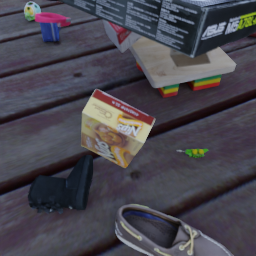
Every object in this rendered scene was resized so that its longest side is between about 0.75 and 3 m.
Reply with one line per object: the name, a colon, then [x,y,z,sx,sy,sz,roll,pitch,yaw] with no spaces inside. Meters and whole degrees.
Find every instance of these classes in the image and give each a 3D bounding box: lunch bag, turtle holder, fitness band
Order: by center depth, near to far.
fitness band: [-1.566,-2.273,5.866,0.599,0.156,0.834,17,27,12]
lunch bag: [-2.952,-3.847,10.656,0.683,1.032,0.701,-8,45,-10]
turtle holder: [-4.127,-4.920,11.872,0.675,0.630,0.888,30,55,23]

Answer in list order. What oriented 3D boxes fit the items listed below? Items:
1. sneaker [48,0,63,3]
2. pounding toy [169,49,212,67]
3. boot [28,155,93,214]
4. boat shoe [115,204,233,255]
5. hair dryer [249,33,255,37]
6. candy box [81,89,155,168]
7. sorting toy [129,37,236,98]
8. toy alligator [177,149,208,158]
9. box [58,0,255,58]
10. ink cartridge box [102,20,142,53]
sneaker: [-1.903,-2.978,5.909,1.438,0.478,0.651,4,21,-17]
pounding toy: [1.728,-2.148,7.057,1.040,0.803,1.130,0,69,29]
boot: [-1.522,1.254,6.500,1.254,0.566,1.531,0,47,7]
boat shoe: [0.893,2.207,5.487,2.478,0.738,0.890,19,51,16]
hair dryer: [5.318,-4.230,11.402,2.835,0.770,2.159,10,32,3]
candy box: [-0.237,0.097,4.370,0.908,1.572,0.435,28,69,1]
sorting toy: [1.583,-2.211,9.270,2.664,0.927,2.648,-14,49,-12]
toy alligator: [1.662,0.662,7.221,0.819,0.243,0.222,-3,89,-2]
box: [0.666,-2.204,4.630,2.872,0.682,2.774,34,41,29]
ink cartridge box: [0.261,-3.080,7.619,1.810,1.328,0.750,-38,83,0]
